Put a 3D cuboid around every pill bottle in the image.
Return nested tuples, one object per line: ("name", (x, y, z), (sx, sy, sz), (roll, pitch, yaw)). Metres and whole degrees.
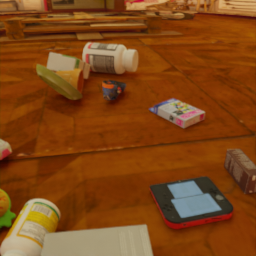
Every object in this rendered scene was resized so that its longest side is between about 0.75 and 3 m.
("pill bottle", (-2.034, 2.295, 5.743), (0.871, 0.871, 1.544), (3, 29, 5))
("pill bottle", (-0.989, -3.992, 16.210), (2.959, 1.638, 1.638), (9, 30, 16))

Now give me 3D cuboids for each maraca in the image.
("maraca", (-3.212, 1.933, 6.669), (0.841, 0.656, 1.227), (-25, 57, -33))

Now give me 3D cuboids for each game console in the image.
("game console", (1.589, 1.831, 7.188), (1.775, 0.275, 1.570), (-6, 30, -12))

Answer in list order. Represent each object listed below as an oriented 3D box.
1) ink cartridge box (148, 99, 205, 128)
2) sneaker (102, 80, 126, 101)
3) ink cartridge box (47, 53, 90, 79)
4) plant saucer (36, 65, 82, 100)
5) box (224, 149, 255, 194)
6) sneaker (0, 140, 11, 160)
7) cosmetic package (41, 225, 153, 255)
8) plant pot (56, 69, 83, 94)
("ink cartridge box", (1.963, -0.697, 11.604), (1.231, 0.433, 2.062), (-21, 34, -33))
("sneaker", (-0.722, -1.756, 13.117), (0.825, 0.859, 2.191), (17, 15, 16))
("ink cartridge box", (-3.050, -3.198, 14.656), (1.488, 0.857, 2.039), (14, 5, 12))
("plant saucer", (-3.122, -1.920, 12.466), (2.393, 2.393, 0.372), (26, 80, 38))
("box", (3.242, 1.196, 7.944), (0.477, 0.638, 1.274), (-4, 30, -6))
("sneaker", (-4.944, 0.342, 8.853), (2.799, 1.235, 1.139), (12, 31, 21))
("cosmetic package", (-0.562, 2.572, 5.259), (2.044, 0.922, 1.092), (-5, 29, -3))
("plant pot", (-2.782, -2.170, 13.065), (1.146, 1.251, 1.251), (8, 30, 2))
